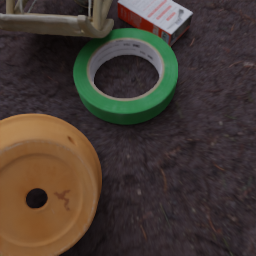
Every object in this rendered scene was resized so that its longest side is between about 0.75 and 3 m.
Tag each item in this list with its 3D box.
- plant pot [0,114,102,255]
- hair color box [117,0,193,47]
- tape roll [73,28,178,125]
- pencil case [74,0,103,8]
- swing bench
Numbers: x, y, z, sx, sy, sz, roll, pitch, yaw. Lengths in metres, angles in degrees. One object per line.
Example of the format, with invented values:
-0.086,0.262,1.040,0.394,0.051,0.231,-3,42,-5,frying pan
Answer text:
-1.697,1.070,5.088,2.777,1.944,2.777,0,89,-19,plant pot
0.773,-3.386,8.390,1.968,0.629,1.092,37,71,16,hair color box
-0.056,-1.420,7.457,2.693,0.647,2.693,-1,64,3,tape roll
-1.502,-5.103,8.854,1.006,1.156,2.585,-29,65,29,pencil case
-1.763,-3.606,7.191,2.734,1.783,2.748,10,88,16,swing bench
